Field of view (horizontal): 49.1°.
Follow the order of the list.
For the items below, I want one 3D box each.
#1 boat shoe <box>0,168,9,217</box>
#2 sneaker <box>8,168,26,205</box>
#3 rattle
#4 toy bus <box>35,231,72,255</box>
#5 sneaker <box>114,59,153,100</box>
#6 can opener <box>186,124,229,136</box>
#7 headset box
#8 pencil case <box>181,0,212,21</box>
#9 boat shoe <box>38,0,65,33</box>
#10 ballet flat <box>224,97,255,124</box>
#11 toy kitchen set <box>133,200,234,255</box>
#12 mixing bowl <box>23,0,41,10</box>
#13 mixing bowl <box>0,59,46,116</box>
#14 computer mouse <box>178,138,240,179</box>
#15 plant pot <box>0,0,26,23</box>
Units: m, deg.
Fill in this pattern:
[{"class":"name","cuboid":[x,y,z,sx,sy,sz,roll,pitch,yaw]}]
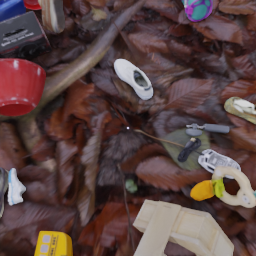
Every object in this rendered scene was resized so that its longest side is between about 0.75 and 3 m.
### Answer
[{"class":"boat shoe","cuboid":[-3.554,1.797,7.372,0.569,0.513,1.583,5,61,3]},{"class":"sneaker","cuboid":[-3.015,1.575,7.626,0.430,0.372,0.992,-7,70,-11]},{"class":"rattle","cuboid":[2.589,1.636,6.819,1.170,1.066,1.638,3,22,-44]},{"class":"toy bus","cuboid":[-1.764,3.508,6.326,0.834,0.693,2.130,4,61,2]},{"class":"sneaker","cuboid":[0.203,-1.764,9.249,0.675,0.654,1.848,-35,67,-18]},{"class":"can opener","cuboid":[2.385,0.092,8.466,1.263,0.337,0.422,7,87,4]},{"class":"headset box","cuboid":[-3.376,-2.766,8.809,1.518,2.040,0.788,-24,94,-7]},{"class":"pencil case","cuboid":[2.422,-5.400,11.039,1.117,1.029,2.418,-6,60,-19]},{"class":"boat shoe","cuboid":[-2.720,-4.373,9.595,0.769,2.143,0.812,10,28,14]},{"class":"ballet flat","cuboid":[3.865,-0.494,8.601,1.751,0.619,0.619,23,64,12]},{"class":"toy kitchen set","cuboid":[1.160,2.903,6.685,1.845,1.664,1.505,-1,47,46]},{"class":"mixing bowl","cuboid":[-3.641,-5.162,10.560,1.515,0.821,1.515,-4,99,-23]},{"class":"mixing bowl","cuboid":[-3.378,-1.029,8.216,2.024,2.024,1.096,-11,75,-6]},{"class":"computer mouse","cuboid":[2.321,0.958,7.947,1.660,0.364,0.910,30,61,22]},{"class":"plant pot","cuboid":[-4.908,-3.722,9.307,2.456,2.208,2.456,-37,78,-18]}]
